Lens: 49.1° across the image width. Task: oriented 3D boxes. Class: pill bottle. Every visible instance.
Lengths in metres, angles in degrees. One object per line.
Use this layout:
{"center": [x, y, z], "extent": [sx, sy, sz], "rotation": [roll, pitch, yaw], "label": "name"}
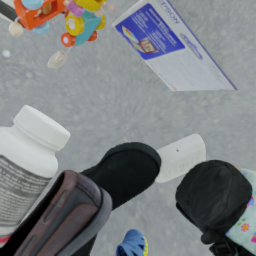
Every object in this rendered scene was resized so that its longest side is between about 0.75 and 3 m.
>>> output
{"center": [-1.476, 0.575, 3.492], "extent": [0.919, 0.919, 1.660], "rotation": [35, 88, 7], "label": "pill bottle"}

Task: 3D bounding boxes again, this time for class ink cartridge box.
{"center": [0.867, -1.532, 5.292], "extent": [2.083, 2.108, 0.495], "rotation": [44, 77, -21], "label": "ink cartridge box"}
{"center": [-0.708, -3.105, 5.135], "extent": [0.428, 2.103, 2.108], "rotation": [39, 113, 5], "label": "ink cartridge box"}

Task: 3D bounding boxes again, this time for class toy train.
{"center": [-1.104, -1.872, 4.589], "extent": [1.723, 2.294, 0.638], "rotation": [-38, 88, -9], "label": "toy train"}

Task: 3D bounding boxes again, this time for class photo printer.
{"center": [0.871, 0.618, 5.227], "extent": [1.112, 0.925, 0.386], "rotation": [-25, 59, 2], "label": "photo printer"}

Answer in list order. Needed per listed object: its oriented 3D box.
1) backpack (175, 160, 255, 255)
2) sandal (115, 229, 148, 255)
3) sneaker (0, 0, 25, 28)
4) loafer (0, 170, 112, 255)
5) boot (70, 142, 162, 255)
{"center": [1.636, 1.213, 3.592], "extent": [1.798, 1.500, 1.138], "rotation": [35, 96, -7], "label": "backpack"}
{"center": [0.008, 1.978, 4.388], "extent": [0.452, 1.137, 0.495], "rotation": [-35, 103, 16], "label": "sandal"}
{"center": [-2.851, -2.377, 4.889], "extent": [2.488, 0.917, 0.995], "rotation": [29, 107, -9], "label": "sneaker"}
{"center": [-1.470, 1.601, 3.668], "extent": [2.718, 0.977, 0.856], "rotation": [-42, 120, -5], "label": "loafer"}
{"center": [-0.609, 1.421, 4.459], "extent": [0.896, 2.422, 1.984], "rotation": [45, 41, -17], "label": "boot"}
